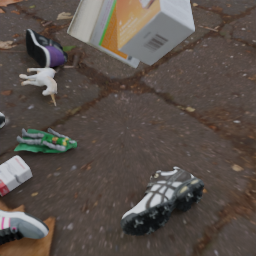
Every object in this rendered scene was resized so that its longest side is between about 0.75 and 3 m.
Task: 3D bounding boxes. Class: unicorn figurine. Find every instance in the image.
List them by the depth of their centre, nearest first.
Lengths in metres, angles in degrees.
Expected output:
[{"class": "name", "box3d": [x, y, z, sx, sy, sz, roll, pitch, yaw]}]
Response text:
[{"class": "unicorn figurine", "box3d": [-2.969, -1.649, 9.637, 1.289, 0.693, 1.876, 2, 46, 2]}]

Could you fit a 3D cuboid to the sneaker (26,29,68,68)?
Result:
[{"class": "sneaker", "box3d": [-3.252, -3.129, 11.137, 1.085, 0.939, 2.478, -13, 48, -35]}]

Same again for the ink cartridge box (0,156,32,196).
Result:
[{"class": "ink cartridge box", "box3d": [-2.987, 1.196, 7.093, 0.864, 0.358, 0.634, -35, 55, -29]}]

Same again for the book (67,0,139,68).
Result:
[{"class": "book", "box3d": [-0.104, -2.654, 6.926, 0.654, 1.818, 2.722, 30, 11, 23]}]

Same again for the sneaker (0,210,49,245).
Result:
[{"class": "sneaker", "box3d": [-2.679, 2.275, 5.718, 1.872, 0.783, 1.130, 5, 40, 15]}]

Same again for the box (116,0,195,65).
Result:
[{"class": "box", "box3d": [0.406, -2.046, 4.854, 0.761, 1.090, 1.432, 15, 60, -34]}]

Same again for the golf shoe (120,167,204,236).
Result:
[{"class": "golf shoe", "box3d": [0.651, 1.614, 6.426, 2.242, 0.872, 1.059, -18, 43, -30]}]

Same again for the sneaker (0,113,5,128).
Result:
[{"class": "sneaker", "box3d": [-4.720, -0.182, 8.224, 2.082, 0.782, 0.844, -12, 38, -13]}]

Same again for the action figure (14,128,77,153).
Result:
[{"class": "action figure", "box3d": [-2.234, 0.366, 7.888, 1.633, 0.447, 0.965, 8, 43, 2]}]
